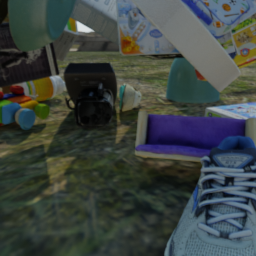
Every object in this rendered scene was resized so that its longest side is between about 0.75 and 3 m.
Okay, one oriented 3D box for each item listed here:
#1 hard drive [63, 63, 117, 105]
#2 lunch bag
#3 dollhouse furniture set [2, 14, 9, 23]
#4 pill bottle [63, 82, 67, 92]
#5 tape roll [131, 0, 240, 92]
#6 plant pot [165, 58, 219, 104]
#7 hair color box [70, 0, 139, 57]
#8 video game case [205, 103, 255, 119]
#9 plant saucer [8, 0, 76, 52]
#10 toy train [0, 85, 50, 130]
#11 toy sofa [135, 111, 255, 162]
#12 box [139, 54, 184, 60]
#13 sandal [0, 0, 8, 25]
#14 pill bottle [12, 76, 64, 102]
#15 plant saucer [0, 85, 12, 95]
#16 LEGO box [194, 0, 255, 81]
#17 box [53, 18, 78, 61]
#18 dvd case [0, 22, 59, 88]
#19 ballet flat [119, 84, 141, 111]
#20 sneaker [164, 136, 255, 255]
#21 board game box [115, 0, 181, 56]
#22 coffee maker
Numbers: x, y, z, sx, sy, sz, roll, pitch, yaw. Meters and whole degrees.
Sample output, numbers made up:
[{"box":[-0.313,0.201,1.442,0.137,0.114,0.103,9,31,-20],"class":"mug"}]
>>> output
[{"box":[-1.161,-1.366,9.093,1.622,0.509,2.405,-1,-18,-3],"class":"hard drive"},{"box":[1.741,-2.726,5.997,1.253,1.563,0.591,-41,-5,-25],"class":"lunch bag"},{"box":[-3.974,-3.573,7.837,2.065,1.826,1.148,0,45,47],"class":"dollhouse furniture set"},{"box":[-2.644,-1.914,12.744,0.860,0.500,0.500,-4,19,-16],"class":"pill bottle"},{"box":[0.891,-1.741,4.922,2.655,0.485,2.655,40,21,-19],"class":"tape roll"},{"box":[2.622,-2.054,11.205,2.165,1.738,2.165,0,19,0],"class":"plant pot"},{"box":[-0.525,-3.463,8.211,2.777,1.375,0.842,27,-27,-16],"class":"hair color box"},{"box":[3.505,-0.248,7.750,2.015,0.458,1.826,-8,20,-23],"class":"video game case"},{"box":[-1.194,-2.394,4.595,0.446,2.481,2.481,18,17,-6],"class":"plant saucer"},{"box":[-2.899,-0.641,8.321,1.357,0.993,2.345,17,23,16],"class":"toy train"},{"box":[1.219,0.191,5.200,2.131,0.883,1.040,4,-8,13],"class":"toy sofa"},{"box":[1.242,-3.420,9.288,0.902,2.095,1.715,5,7,-33],"class":"box"},{"box":[-3.198,-1.951,5.561,0.608,2.227,0.910,48,25,7],"class":"sandal"},{"box":[-3.417,-1.540,10.816,0.990,0.990,1.782,15,23,37],"class":"pill bottle"},{"box":[-4.747,-1.811,10.996,2.802,0.413,2.802,-20,1,0],"class":"plant saucer"},{"box":[2.832,-2.547,7.374,2.462,1.834,0.950,-21,-6,34],"class":"LEGO box"},{"box":[-2.357,-3.366,8.601,1.102,1.223,2.175,10,54,-34],"class":"box"},{"box":[-2.751,-1.755,6.705,1.957,1.455,0.156,-16,36,-17],"class":"dvd case"},{"box":[0.100,-1.151,9.965,0.798,0.863,2.559,9,18,-5],"class":"ballet flat"},{"box":[1.120,0.829,3.331,1.061,1.173,2.753,7,20,21],"class":"sneaker"},{"box":[0.781,-3.285,7.666,2.449,2.450,0.317,-11,14,-32],"class":"board game box"},{"box":[-1.147,-0.555,8.145,1.474,1.033,1.534,-21,16,5],"class":"coffee maker"}]
